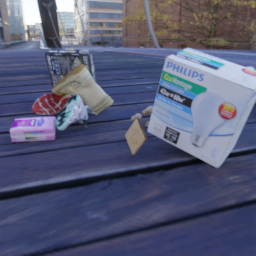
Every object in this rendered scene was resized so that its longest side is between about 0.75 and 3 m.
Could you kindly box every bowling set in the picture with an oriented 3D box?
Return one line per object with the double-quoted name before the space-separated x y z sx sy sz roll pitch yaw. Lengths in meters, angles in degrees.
"bowling set" 0.983 -0.347 11.021 1.626 1.132 0.873 -29 2 -17

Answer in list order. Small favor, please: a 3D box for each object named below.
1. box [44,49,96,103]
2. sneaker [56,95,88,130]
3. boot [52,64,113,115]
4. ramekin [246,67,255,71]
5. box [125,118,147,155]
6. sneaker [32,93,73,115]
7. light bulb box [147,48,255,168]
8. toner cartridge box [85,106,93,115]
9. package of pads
"box" -2.751 -2.492 13.862 2.180 2.704 0.664 3 37 10
"sneaker" -1.939 -0.304 10.527 0.654 1.178 1.684 -9 44 33
"boot" -1.958 -1.387 11.847 2.662 2.069 0.969 -18 32 50
"ramekin" 5.301 -2.091 13.826 2.344 1.145 2.344 -23 14 6
"box" 0.225 0.272 8.559 0.098 0.921 0.753 -4 58 -30
"sneaker" -3.376 -1.091 12.953 1.008 0.955 2.454 -24 3 40
"light bulb box" 2.210 -0.666 8.281 2.507 2.529 1.578 27 36 24
"toner cartridge box" -1.501 -0.970 13.013 0.514 0.234 1.083 22 34 27
"package of pads" -3.339 0.042 9.985 1.515 0.573 0.913 -3 30 -8
